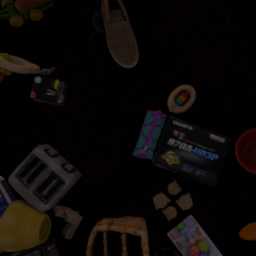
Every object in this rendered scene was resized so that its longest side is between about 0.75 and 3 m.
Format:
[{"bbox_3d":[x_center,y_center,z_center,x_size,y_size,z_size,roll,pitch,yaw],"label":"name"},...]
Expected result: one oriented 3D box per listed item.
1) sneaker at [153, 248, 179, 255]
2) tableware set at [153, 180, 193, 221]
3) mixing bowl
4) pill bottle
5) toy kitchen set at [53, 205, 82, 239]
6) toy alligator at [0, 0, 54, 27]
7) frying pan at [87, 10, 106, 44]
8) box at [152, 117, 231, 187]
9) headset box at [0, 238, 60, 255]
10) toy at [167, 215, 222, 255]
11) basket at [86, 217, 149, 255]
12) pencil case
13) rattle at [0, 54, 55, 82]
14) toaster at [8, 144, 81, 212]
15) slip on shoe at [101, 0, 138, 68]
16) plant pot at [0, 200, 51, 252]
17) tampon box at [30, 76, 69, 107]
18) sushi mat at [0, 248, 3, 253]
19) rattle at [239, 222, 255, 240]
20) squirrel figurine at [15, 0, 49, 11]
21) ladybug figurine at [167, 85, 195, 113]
[{"bbox_3d":[1.894,4.588,8.777,2.381,0.891,1.265,3,96,2],"label":"sneaker"},{"bbox_3d":[1.510,2.487,9.487,1.249,0.145,1.043,-35,91,-8],"label":"tableware set"},{"bbox_3d":[4.311,0.777,9.289,1.503,0.814,1.503,-1,85,14],"label":"mixing bowl"},{"bbox_3d":[-4.336,2.391,8.888,1.374,1.374,2.375,-32,83,-4],"label":"pill bottle"},{"bbox_3d":[-2.002,3.086,8.909,0.933,0.761,0.842,31,85,-34],"label":"toy kitchen set"},{"bbox_3d":[-3.375,-4.308,10.055,2.732,0.656,0.906,-25,87,-16],"label":"toy alligator"},{"bbox_3d":[-0.931,-3.602,10.168,0.830,0.223,1.373,13,87,-2],"label":"frying pan"},{"bbox_3d":[2.124,0.802,9.511,2.186,0.503,1.737,21,84,2],"label":"box"},{"bbox_3d":[-2.971,5.140,8.653,2.025,1.051,2.720,-20,85,5],"label":"headset box"},{"bbox_3d":[2.250,3.936,9.195,1.040,0.427,1.807,-37,85,-3],"label":"toy"},{"bbox_3d":[-0.349,4.204,8.350,1.955,2.041,2.739,-2,85,1],"label":"basket"},{"bbox_3d":[0.732,0.260,9.447,0.711,0.772,1.671,18,83,2],"label":"pencil case"},{"bbox_3d":[-3.679,-1.749,9.763,1.874,1.220,1.339,15,95,-24],"label":"rattle"},{"bbox_3d":[-2.744,1.650,9.125,1.659,1.088,1.834,41,85,5],"label":"toaster"},{"bbox_3d":[-0.293,-3.426,9.768,1.006,0.801,2.645,-13,89,-6],"label":"slip on shoe"},{"bbox_3d":[-3.055,3.070,8.636,1.086,1.529,1.529,3,83,13],"label":"plant pot"},{"bbox_3d":[-2.696,-1.253,9.677,1.047,0.661,0.785,11,83,1],"label":"tampon box"},{"bbox_3d":[-5.187,3.146,9.410,1.338,0.169,2.797,-33,85,-5],"label":"sushi mat"},{"bbox_3d":[5.331,3.858,8.971,2.709,1.764,1.935,42,96,-21],"label":"rattle"},{"bbox_3d":[-2.977,-5.439,9.123,2.387,1.689,2.228,-31,97,-34],"label":"squirrel figurine"},{"bbox_3d":[1.827,-0.970,9.755,1.160,0.417,0.788,-43,86,-7],"label":"ladybug figurine"}]
